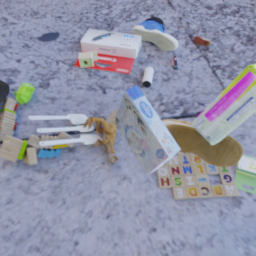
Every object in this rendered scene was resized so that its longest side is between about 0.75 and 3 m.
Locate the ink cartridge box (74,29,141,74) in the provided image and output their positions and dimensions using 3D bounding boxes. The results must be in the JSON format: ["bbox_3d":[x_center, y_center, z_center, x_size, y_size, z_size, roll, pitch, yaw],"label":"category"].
[{"bbox_3d":[-0.940,-3.679,13.280,2.738,0.612,2.412,10,49,8],"label":"ink cartridge box"}]

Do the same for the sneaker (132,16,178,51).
[{"bbox_3d":[1.624,-4.792,13.978,2.588,0.993,1.440,28,63,30],"label":"sneaker"}]

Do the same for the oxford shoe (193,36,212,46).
[{"bbox_3d":[3.749,-4.363,14.110,0.976,0.345,0.360,31,36,20],"label":"oxford shoe"}]

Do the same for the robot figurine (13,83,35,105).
[{"bbox_3d":[-4.173,-1.412,11.323,0.866,0.571,0.987,-16,45,26],"label":"robot figurine"}]

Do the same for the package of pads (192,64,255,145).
[{"bbox_3d":[2.476,-0.631,6.318,0.759,1.720,2.227,46,27,9],"label":"package of pads"}]

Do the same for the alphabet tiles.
[{"bbox_3d":[2.152,1.385,9.209,2.417,0.091,2.020,-3,49,-2],"label":"alphabet tiles"}]

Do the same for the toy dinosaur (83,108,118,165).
[{"bbox_3d":[-0.708,-0.021,10.081,1.573,0.895,2.962,26,52,-24],"label":"toy dinosaur"}]

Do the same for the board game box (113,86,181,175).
[{"bbox_3d":[0.309,0.126,5.892,0.330,1.521,1.513,-27,76,-21],"label":"board game box"}]

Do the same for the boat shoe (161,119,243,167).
[{"bbox_3d":[1.863,0.305,7.380,2.552,0.941,0.883,20,16,-20],"label":"boat shoe"}]

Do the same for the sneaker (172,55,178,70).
[{"bbox_3d":[2.153,-3.011,12.875,0.283,0.331,0.806,-3,49,-3],"label":"sneaker"}]

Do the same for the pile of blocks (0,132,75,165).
[{"bbox_3d":[-3.047,0.660,9.558,2.484,1.020,0.772,-4,6,-15],"label":"pile of blocks"}]

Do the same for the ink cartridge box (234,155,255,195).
[{"bbox_3d":[3.940,1.484,9.017,0.889,0.293,1.222,16,49,14],"label":"ink cartridge box"}]

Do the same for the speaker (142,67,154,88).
[{"bbox_3d":[0.863,-2.189,12.117,0.405,0.405,0.997,7,50,6],"label":"speaker"}]

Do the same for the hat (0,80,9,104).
[{"bbox_3d":[-5.598,-0.971,10.744,2.254,0.909,2.254,3,47,-3],"label":"hat"}]

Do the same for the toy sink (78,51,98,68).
[{"bbox_3d":[-1.797,-3.088,12.696,0.818,0.533,0.458,-6,55,-3],"label":"toy sink"}]

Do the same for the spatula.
[{"bbox_3d":[-2.147,0.044,9.682,2.361,0.190,1.641,-4,48,-41],"label":"spatula"}]

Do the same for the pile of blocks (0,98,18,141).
[{"bbox_3d":[-4.455,-0.255,10.438,0.585,0.772,1.882,25,48,-37],"label":"pile of blocks"}]
